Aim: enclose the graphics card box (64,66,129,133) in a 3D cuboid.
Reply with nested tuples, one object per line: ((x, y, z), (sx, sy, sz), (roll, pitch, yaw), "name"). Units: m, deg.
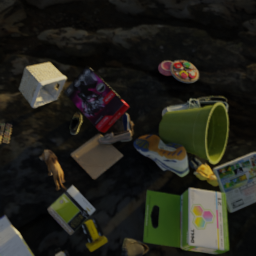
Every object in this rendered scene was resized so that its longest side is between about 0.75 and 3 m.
((-1.371, -1.217, 11.856), (1.583, 0.642, 2.523), (-46, 72, 8), "graphics card box")

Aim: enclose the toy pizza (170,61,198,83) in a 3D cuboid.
((2.773, -2.801, 13.716), (1.470, 0.233, 1.470), (6, 56, -10), "toy pizza")

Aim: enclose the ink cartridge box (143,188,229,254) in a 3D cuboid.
((1.848, 2.953, 9.136), (2.479, 0.939, 1.832), (10, 60, -5), "ink cartridge box")

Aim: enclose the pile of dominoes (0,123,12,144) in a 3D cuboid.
((-5.403, 0.208, 11.823), (0.843, 0.172, 1.081), (-3, 56, -2), "pile of dominoes")

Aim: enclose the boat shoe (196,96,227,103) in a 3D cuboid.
((3.639, -1.152, 12.500), (1.504, 0.449, 0.537), (-4, 84, -4), "boat shoe")

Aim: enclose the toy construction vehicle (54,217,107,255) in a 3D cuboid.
((-1.381, 4.022, 8.640), (1.709, 0.691, 1.963), (-25, 89, -26), "toy construction vehicle")

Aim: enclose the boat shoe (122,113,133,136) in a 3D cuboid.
((0.008, -0.125, 11.728), (0.365, 1.009, 0.364), (-13, 12, -39), "boat shoe")

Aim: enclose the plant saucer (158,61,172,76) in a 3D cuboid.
((1.992, -3.025, 14.034), (0.942, 0.239, 0.942), (0, 55, 0), "plant saucer")

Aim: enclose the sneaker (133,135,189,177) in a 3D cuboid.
((1.171, 1.084, 10.580), (0.996, 1.166, 2.645), (-33, 29, -21), "sneaker")

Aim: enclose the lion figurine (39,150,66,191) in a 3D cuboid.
((-2.672, 1.512, 10.256), (0.569, 0.961, 1.569), (-22, 41, -35), "lion figurine")

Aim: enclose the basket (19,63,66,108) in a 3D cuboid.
((-3.738, -1.870, 12.115), (1.168, 1.439, 1.452), (45, 40, 10), "basket")

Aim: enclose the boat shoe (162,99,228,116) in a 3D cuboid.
((2.864, -0.807, 11.948), (2.776, 0.988, 0.968), (0, 45, -3), "boat shoe")

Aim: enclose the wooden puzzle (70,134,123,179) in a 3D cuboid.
((-1.249, 1.119, 11.150), (1.499, 0.302, 1.620), (-38, 58, -23), "wooden puzzle")

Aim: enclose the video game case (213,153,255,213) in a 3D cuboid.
((4.147, 1.954, 10.146), (1.795, 0.197, 1.636), (-19, 85, -11), "video game case")

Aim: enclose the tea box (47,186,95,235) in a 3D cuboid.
((-1.880, 2.741, 9.280), (1.125, 0.751, 1.106), (45, 66, 7), "tea box")

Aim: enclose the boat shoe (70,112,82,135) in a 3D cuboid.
((-2.240, -0.260, 12.042), (0.406, 0.343, 1.140), (4, 55, 3), "boat shoe")

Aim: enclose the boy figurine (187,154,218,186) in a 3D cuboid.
((2.819, 1.641, 10.562), (0.883, 0.457, 1.420), (-16, 51, -40), "boy figurine")

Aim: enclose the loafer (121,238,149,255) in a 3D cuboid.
((0.199, 3.592, 8.342), (0.563, 1.558, 0.567), (-1, 76, 17), "loafer")

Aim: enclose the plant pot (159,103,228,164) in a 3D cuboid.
((2.385, 0.104, 10.657), (2.116, 2.228, 2.228), (7, 51, 37), "plant pot")

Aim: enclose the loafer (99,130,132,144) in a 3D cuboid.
((-0.522, 0.328, 11.277), (1.335, 0.420, 0.480), (-5, 29, -8), "loafer")

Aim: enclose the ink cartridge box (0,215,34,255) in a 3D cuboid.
((-4.216, 4.391, 8.718), (2.305, 0.548, 2.332), (-36, 60, -21), "ink cartridge box")
